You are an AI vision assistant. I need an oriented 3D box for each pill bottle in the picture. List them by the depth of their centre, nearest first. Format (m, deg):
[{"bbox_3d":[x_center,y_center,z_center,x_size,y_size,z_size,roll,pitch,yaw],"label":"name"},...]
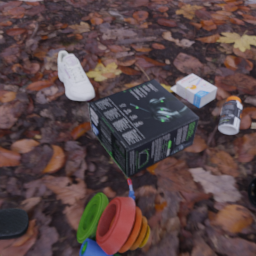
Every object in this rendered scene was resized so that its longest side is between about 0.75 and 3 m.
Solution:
[{"bbox_3d":[3.358,-0.431,9.141,0.637,0.637,1.200,14,64,13],"label":"pill bottle"}]

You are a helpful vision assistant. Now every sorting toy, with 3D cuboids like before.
[{"bbox_3d":[-0.343,2.445,6.584,1.060,2.581,1.551,30,68,-17],"label":"sorting toy"}]

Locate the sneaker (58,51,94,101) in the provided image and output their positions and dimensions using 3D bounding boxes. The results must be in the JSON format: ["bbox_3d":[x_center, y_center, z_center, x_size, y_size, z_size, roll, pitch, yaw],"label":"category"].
[{"bbox_3d":[-2.272,-2.119,11.437,1.034,1.376,2.763,-23,51,-23],"label":"sneaker"}]

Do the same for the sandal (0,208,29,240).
[{"bbox_3d":[-4.055,2.677,7.334,2.742,0.656,1.031,4,44,-13],"label":"sandal"}]

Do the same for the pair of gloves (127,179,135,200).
[{"bbox_3d":[0.098,1.993,7.421,0.141,0.995,1.238,-7,16,-3],"label":"pair of gloves"}]

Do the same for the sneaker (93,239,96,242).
[{"bbox_3d":[-0.891,3.011,7.066,0.366,0.399,0.937,8,44,7],"label":"sneaker"}]

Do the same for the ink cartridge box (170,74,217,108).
[{"bbox_3d":[2.633,-1.611,11.457,0.957,0.564,1.662,-30,50,-24],"label":"ink cartridge box"}]

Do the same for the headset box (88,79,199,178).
[{"bbox_3d":[0.544,-0.168,9.513,2.922,1.356,2.544,-24,50,-22],"label":"headset box"}]

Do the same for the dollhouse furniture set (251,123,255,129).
[{"bbox_3d":[4.987,0.535,9.618,1.592,0.777,1.358,2,39,37],"label":"dollhouse furniture set"}]

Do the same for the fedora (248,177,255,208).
[{"bbox_3d":[3.860,1.843,7.853,0.464,1.016,1.016,19,42,-19],"label":"fedora"}]
